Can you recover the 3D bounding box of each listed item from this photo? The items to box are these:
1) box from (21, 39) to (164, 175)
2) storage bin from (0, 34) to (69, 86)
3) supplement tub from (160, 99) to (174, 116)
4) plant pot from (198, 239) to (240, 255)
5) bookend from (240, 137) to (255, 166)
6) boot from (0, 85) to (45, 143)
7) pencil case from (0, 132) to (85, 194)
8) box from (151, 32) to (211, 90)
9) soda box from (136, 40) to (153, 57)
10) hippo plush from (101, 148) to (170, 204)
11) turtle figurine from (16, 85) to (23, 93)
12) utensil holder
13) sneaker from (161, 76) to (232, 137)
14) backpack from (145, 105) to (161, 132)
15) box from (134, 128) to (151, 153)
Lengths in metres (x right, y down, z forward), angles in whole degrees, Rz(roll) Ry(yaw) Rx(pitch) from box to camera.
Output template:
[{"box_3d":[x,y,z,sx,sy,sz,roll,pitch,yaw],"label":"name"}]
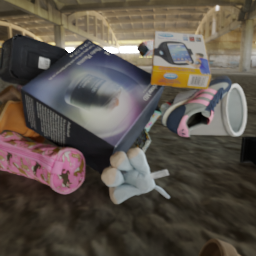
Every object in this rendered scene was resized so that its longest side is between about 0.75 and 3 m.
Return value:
[{"box_3d":[-0.817,-0.617,7.320,2.600,1.616,2.622,31,53,9],"label":"box"},{"box_3d":[-2.723,-1.861,8.314,1.820,1.230,0.853,7,-5,-43],"label":"storage bin"},{"box_3d":[2.175,-0.679,10.713,1.627,1.142,1.142,-25,20,-10],"label":"supplement tub"},{"box_3d":[1.308,1.932,3.308,0.856,0.982,0.982,19,15,-1],"label":"plant pot"},{"box_3d":[4.210,0.838,7.388,1.746,0.809,1.757,-2,16,-3],"label":"bookend"},{"box_3d":[-2.861,-0.057,7.448,0.764,1.605,2.075,-23,35,19],"label":"boot"},{"box_3d":[-2.261,0.800,6.913,2.664,1.103,1.153,10,22,34],"label":"pencil case"},{"box_3d":[1.262,-1.816,6.992,1.304,0.454,2.191,5,46,2],"label":"box"},{"box_3d":[0.719,-2.719,9.546,0.363,0.390,1.141,-41,-4,35],"label":"soda box"},{"box_3d":[0.025,0.924,5.979,1.366,1.088,1.099,-3,3,-16],"label":"hippo plush"},{"box_3d":[-2.275,-0.635,9.334,2.787,2.086,1.403,25,42,-2],"label":"turtle figurine"},{"box_3d":[2.570,-0.524,8.928,1.851,1.573,1.573,0,11,42],"label":"utensil holder"},{"box_3d":[1.827,-0.465,6.603,2.085,0.731,0.855,-35,47,-13],"label":"sneaker"},{"box_3d":[-0.035,-0.760,9.717,2.231,1.710,1.961,39,13,31],"label":"backpack"},{"box_3d":[0.432,0.392,8.804,0.166,0.570,0.833,18,24,-20],"label":"box"}]
